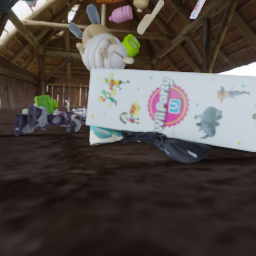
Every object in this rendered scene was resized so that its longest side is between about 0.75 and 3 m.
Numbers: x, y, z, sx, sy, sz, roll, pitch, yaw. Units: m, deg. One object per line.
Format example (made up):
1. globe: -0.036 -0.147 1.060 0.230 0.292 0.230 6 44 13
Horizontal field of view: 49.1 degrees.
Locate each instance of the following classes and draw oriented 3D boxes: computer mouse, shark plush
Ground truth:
1. computer mouse: 0.393 0.223 3.126 1.020 0.235 0.717 15 -8 -41
2. shark plush: -2.463 -2.538 5.360 1.063 0.975 2.340 42 11 -31

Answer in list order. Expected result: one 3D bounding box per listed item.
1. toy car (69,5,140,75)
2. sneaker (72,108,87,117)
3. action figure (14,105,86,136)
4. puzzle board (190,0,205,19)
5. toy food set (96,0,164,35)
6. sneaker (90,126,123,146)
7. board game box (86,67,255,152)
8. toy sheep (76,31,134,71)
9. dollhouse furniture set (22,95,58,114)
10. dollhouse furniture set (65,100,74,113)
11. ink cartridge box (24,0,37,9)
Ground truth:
1. toy car: -1.029 -3.228 10.397 1.911 2.326 1.835 -36 18 21
2. sneaker: -2.661 -0.837 14.977 0.835 0.512 1.283 7 12 -17
3. action figure: -1.771 -0.163 6.637 1.153 0.615 1.772 -5 -2 30
4. puzzle board: 2.737 -4.711 11.084 0.068 0.781 0.589 22 17 -15
5. toy food set: -0.229 -3.384 6.979 2.115 1.344 0.333 39 23 0
6. sneaker: -0.294 0.063 4.668 0.356 0.366 0.919 -11 -3 32
7. board game box: 1.065 -0.268 4.186 2.720 0.874 2.006 7 3 26
8. toy sheep: -0.614 -1.938 7.446 1.736 1.197 1.197 26 18 31
9. dollhouse furniture set: -3.618 -0.484 11.675 1.241 0.959 2.484 -11 -10 -31
10. dollhouse furniture set: -2.677 -0.842 12.859 0.981 0.879 1.239 0 5 -2
11. ink cartridge box: -3.399 -4.712 9.934 0.318 0.688 1.263 17 2 -4
